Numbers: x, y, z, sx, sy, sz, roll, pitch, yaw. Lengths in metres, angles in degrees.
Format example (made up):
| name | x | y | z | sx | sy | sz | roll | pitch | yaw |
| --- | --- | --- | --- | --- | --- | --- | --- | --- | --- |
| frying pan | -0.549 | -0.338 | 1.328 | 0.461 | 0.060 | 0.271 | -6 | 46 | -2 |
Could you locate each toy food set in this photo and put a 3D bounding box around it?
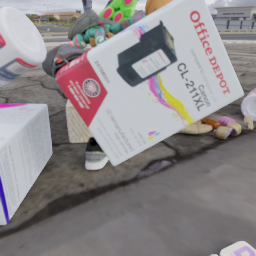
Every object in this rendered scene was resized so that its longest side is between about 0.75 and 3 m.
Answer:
| name | x | y | z | sx | sy | sz | roll | pitch | yaw |
| --- | --- | --- | --- | --- | --- | --- | --- | --- | --- |
| toy food set | 2.566 | -0.017 | 8.513 | 2.217 | 0.349 | 1.409 | 0 | 20 | 20 |

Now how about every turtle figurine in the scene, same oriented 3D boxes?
| name | x | y | z | sx | sy | sz | roll | pitch | yaw |
| --- | --- | --- | --- | --- | --- | --- | --- | --- | --- |
| turtle figurine | -0.455 | -1.736 | 5.606 | 1.725 | 0.868 | 1.291 | -17 | 0 | 2 |

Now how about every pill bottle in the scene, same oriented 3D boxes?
| name | x | y | z | sx | sy | sz | roll | pitch | yaw |
| --- | --- | --- | --- | --- | --- | --- | --- | --- | --- |
| pill bottle | 4.625 | -0.908 | 9.850 | 0.935 | 0.935 | 1.642 | 13 | 26 | 29 |
| pill bottle | -2.584 | -1.314 | 5.237 | 1.826 | 1.092 | 1.092 | -24 | 16 | 17 |

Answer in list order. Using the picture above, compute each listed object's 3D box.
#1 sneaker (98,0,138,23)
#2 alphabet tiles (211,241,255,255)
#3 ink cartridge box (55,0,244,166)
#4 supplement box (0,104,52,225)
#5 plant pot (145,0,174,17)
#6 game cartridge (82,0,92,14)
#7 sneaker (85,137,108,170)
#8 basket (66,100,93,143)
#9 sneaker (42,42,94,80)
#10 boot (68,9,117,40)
| name | x | y | z | sx | sy | sz | roll | pitch | yaw |
| --- | --- | --- | --- | --- | --- | --- | --- | --- | --- |
| sneaker | -0.135 | -3.163 | 7.207 | 0.878 | 2.287 | 0.958 | 31 | 26 | -4 |
| alphabet tiles | 1.762 | 2.199 | 3.119 | 2.181 | 0.163 | 2.230 | -10 | 24 | -25 |
| ink cartridge box | 0.334 | -0.757 | 4.439 | 2.317 | 1.689 | 0.960 | -30 | 19 | 6 |
| supplement box | -2.630 | 0.517 | 5.671 | 1.374 | 1.403 | 2.715 | 0 | 23 | 3 |
| plant pot | 1.306 | -3.786 | 9.407 | 1.433 | 1.433 | 1.003 | 0 | 51 | -1 |
| game cartridge | -0.848 | -2.915 | 5.434 | 0.223 | 1.161 | 0.753 | -5 | 66 | -10 |
| sneaker | -0.652 | 0.426 | 6.886 | 0.553 | 0.656 | 1.499 | 6 | 22 | 14 |
| basket | -1.097 | -0.307 | 7.989 | 1.212 | 1.223 | 0.984 | -2 | 24 | -3 |
| sneaker | -1.829 | -1.871 | 8.158 | 3.000 | 1.156 | 1.228 | 9 | 25 | 41 |
| boot | -0.664 | -2.164 | 6.391 | 1.120 | 1.018 | 0.406 | 35 | -13 | 5 |
